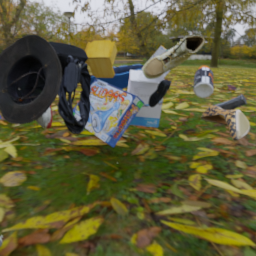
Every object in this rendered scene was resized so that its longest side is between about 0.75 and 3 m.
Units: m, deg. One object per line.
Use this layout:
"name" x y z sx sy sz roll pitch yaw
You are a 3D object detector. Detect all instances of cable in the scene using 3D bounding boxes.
"cable" -1.546 -0.906 8.388 0.567 2.234 1.823 0 -8 7

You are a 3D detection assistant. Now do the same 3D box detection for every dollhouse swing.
"dollhouse swing" -1.042 -2.836 11.643 1.225 1.113 1.077 5 -24 22

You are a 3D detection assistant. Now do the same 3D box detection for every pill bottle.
"pill bottle" 3.015 -1.901 11.179 0.755 0.755 1.422 4 44 12

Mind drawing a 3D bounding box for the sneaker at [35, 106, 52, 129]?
"sneaker" -2.994 -0.680 7.827 2.270 0.884 0.933 38 46 16

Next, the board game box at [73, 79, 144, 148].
"board game box" -0.833 -0.603 9.532 2.583 1.748 0.445 29 -7 48

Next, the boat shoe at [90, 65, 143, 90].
"boat shoe" -0.510 -2.333 13.339 2.964 1.247 1.018 -6 35 -2

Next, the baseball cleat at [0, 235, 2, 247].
"baseball cleat" -3.420 2.538 5.830 1.510 0.527 0.804 -5 24 14

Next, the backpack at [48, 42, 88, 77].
"backpack" -2.590 -2.171 10.390 1.640 2.011 1.546 2 42 -27

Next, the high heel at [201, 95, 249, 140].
"high heel" 2.160 -0.074 6.510 1.154 0.578 1.618 -27 22 36

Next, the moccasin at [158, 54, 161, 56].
"moccasin" 1.241 -2.295 9.987 0.779 0.660 1.935 -20 13 43

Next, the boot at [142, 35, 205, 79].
"boot" 1.331 -2.126 8.373 1.736 0.626 1.343 -29 2 -20

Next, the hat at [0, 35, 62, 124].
"hat" -2.134 -1.033 6.407 2.041 2.041 0.823 8 -4 24

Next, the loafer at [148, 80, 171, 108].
"loafer" 0.857 -0.904 7.551 0.330 0.939 0.319 -11 56 -38

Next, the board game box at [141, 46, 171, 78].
"board game box" 1.359 -2.694 12.063 1.015 1.327 0.268 43 21 -1

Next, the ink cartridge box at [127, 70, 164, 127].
"ink cartridge box" 0.573 -1.084 10.215 1.237 1.694 1.243 6 28 -3
